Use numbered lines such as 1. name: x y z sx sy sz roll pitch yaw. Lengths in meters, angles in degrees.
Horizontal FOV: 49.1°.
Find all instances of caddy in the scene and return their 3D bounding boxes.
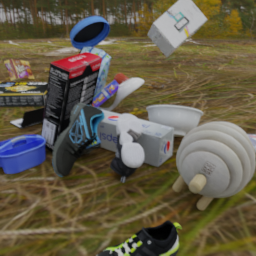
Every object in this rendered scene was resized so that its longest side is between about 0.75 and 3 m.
1. caddy: -3.156 0.651 8.153 1.095 0.813 1.549 21 30 39

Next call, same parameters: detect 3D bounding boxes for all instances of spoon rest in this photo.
1. spoon rest: -0.432 -1.374 12.140 2.628 0.797 1.306 -24 16 20

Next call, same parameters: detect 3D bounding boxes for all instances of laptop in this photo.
1. laptop: -3.776 -0.548 11.033 1.390 0.806 1.301 20 29 39

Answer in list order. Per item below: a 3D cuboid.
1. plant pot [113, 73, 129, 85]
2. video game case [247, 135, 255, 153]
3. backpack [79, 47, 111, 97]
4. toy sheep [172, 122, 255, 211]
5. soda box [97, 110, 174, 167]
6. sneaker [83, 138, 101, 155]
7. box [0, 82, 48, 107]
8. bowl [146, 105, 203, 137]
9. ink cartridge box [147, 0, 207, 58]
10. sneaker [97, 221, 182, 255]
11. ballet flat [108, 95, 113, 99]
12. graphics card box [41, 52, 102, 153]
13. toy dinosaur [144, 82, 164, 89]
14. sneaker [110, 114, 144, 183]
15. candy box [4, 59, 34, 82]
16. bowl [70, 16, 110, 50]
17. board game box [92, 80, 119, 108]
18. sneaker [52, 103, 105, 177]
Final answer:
1. plant pot: -0.252 -2.537 15.846 0.897 0.897 0.872 -18 37 -37
2. video game case: 4.689 0.529 9.295 1.333 0.153 1.215 1 22 2
3. backpack: -1.820 -2.526 13.345 2.007 2.611 2.130 6 25 11
4. toy sheep: 1.932 0.780 6.359 1.874 1.874 2.718 11 26 24
5. soda box: -0.038 0.244 8.896 2.882 0.984 0.914 15 27 32
6. sneaker: -1.464 0.662 8.528 1.358 0.563 0.482 -17 51 4
7. box: -5.315 -1.715 13.977 2.861 0.706 2.285 -1 21 -2
8. bowl: 1.539 -0.175 9.604 1.927 0.866 1.927 7 -5 1
9. ink cartridge box: 2.119 -4.455 12.479 1.969 1.438 1.445 -42 3 -5
10. sneaker: 0.139 2.044 4.915 1.753 0.726 0.629 -11 25 -25
11. ballet flat: -0.899 -1.817 13.972 0.464 0.502 1.487 1 31 16
12. graphics card box: -1.799 -0.799 8.822 0.739 2.904 1.822 24 32 13
13. toy dinosaur: 1.363 -2.409 16.176 1.419 0.429 0.754 14 3 14
14. sneaker: -0.098 0.524 7.542 0.727 1.096 1.927 13 40 -16
15. candy box: -5.862 -3.094 15.172 0.511 1.056 1.811 -17 5 8
16. bowl: -1.756 -4.314 12.762 1.916 0.376 1.916 -27 -11 -6
17. board game box: -1.092 -1.351 11.946 1.232 0.410 1.833 -37 9 20
18. sneaker: -1.333 0.321 7.508 0.866 2.115 0.774 13 -15 19
